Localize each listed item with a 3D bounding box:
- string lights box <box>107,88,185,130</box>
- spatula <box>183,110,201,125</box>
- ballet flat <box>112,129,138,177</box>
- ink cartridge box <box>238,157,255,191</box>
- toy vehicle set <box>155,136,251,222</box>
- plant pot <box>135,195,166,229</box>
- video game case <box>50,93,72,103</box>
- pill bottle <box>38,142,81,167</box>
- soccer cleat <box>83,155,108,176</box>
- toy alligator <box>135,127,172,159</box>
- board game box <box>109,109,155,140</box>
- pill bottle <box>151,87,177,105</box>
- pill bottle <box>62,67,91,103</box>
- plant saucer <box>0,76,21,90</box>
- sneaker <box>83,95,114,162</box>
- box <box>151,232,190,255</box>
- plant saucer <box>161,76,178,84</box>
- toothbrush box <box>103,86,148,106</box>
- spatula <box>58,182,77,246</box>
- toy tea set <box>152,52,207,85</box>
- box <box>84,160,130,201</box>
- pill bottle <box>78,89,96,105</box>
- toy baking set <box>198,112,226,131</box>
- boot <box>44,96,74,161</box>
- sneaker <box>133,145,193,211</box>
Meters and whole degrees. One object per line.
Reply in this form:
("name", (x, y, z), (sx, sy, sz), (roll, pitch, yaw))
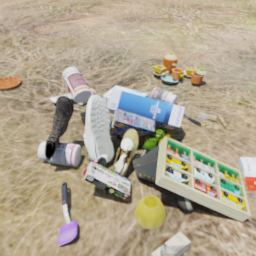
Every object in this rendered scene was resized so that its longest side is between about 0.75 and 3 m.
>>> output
("string lights box", (0.640, -0.680, 11.004), (2.798, 0.825, 1.438), (14, -5, -1))
("spatula", (2.606, -0.519, 12.392), (0.466, 0.169, 1.648), (-18, 42, -33))
("ballet flat", (-0.101, 0.871, 9.349), (0.607, 1.717, 0.607), (18, 2, -1))
("ink cartridge box", (4.469, 1.550, 9.520), (1.076, 0.378, 1.324), (3, 33, 3))
("toy vehicle set", (2.254, 1.501, 8.536), (2.900, 0.384, 1.802), (25, 37, -9))
("plant pot", (0.658, 2.354, 8.146), (0.921, 0.654, 0.921), (0, 37, 0))
("video game case", (-3.112, -1.437, 13.385), (1.106, 0.127, 1.007), (-17, 20, -21))
("pill bottle", (-2.430, 0.906, 9.968), (1.373, 0.778, 0.778), (7, 37, 9))
("soccer cleat", (-1.038, 1.257, 9.233), (0.367, 1.051, 0.454), (50, 20, -2))
("toy alligator", (0.987, 0.483, 10.506), (0.794, 0.576, 2.397), (18, 34, 24))
("board game box", (-0.139, -0.107, 10.191), (1.590, 1.589, 0.490), (-20, 57, 42))
("pill bottle", (1.712, -1.457, 13.231), (1.107, 0.641, 0.641), (26, 44, 23))
("pill bottle", (-2.014, -1.680, 10.877), (0.755, 0.755, 1.322), (-19, 63, -23))
("plant saucer", (-6.362, -2.349, 14.818), (1.338, 0.216, 1.338), (-1, 37, 1))
("sneaker", (-1.195, 0.064, 9.807), (0.911, 2.384, 0.960), (-7, 4, -43))
("box", (1.110, 3.196, 7.271), (1.031, 0.352, 0.423), (-26, 44, -30))
("plant saucer", (2.205, -2.541, 15.015), (0.952, 0.183, 0.952), (7, 29, -4))
("toothbrush box", (-0.111, -1.207, 12.798), (1.731, 0.738, 1.267), (17, 36, 22))
("spatula", (-1.816, 2.412, 8.206), (0.575, 0.209, 2.034), (-24, 46, 7))
("toy tea set", (2.885, -3.328, 15.245), (2.956, 1.094, 1.758), (19, 33, 22))
("box", (-0.607, 1.617, 8.659), (1.442, 0.250, 0.794), (29, 24, -11))
("pill bottle", (-2.010, -1.481, 13.395), (0.512, 0.512, 0.934), (23, 42, 28))
("toy baking set", (3.622, -0.347, 12.173), (1.063, 0.161, 1.385), (-1, 37, -1))
("boot", (-2.337, 0.016, 9.329), (0.632, 1.827, 1.590), (13, 34, -5))
("sneaker", (1.079, 1.756, 8.976), (1.271, 0.895, 2.392), (-28, 51, 5))
